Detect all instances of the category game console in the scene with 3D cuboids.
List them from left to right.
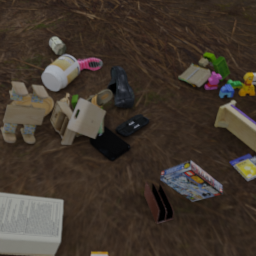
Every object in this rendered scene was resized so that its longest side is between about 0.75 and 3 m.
[{"bbox_3d":[-0.173,0.223,11.250,2.617,0.316,1.544,-32,51,-29],"label":"game console"}]

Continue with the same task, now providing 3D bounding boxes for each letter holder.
[{"bbox_3d":[0.952,2.229,8.683,0.559,0.790,1.111,-12,43,-13],"label":"letter holder"}]

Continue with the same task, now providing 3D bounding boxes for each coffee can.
[{"bbox_3d":[-4.164,-4.822,16.449,0.740,0.740,1.011,-20,46,-21],"label":"coffee can"}]

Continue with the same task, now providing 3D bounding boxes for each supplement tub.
[{"bbox_3d":[-3.292,-2.682,13.736,1.235,1.235,1.710,17,46,18],"label":"supplement tub"}]

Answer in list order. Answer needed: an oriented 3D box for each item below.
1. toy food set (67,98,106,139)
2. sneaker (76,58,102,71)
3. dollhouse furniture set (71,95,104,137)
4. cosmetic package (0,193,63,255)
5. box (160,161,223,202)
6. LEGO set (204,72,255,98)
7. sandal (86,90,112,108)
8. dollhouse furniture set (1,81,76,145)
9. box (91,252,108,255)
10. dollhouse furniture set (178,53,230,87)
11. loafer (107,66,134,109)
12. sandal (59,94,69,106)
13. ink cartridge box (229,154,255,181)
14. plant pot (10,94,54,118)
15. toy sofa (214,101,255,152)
[{"bbox_3d":[-1.483,-0.305,10.220,0.478,1.583,1.136,21,87,26],"label":"toy food set"},{"bbox_3d":[-2.308,-3.495,15.139,1.793,0.708,0.855,-7,32,-9],"label":"sneaker"},{"bbox_3d":[-1.660,-0.578,11.445,1.191,0.912,1.818,-9,37,2],"label":"dollhouse furniture set"},{"bbox_3d":[-3.145,2.587,7.552,2.582,0.944,1.337,12,40,-18],"label":"cosmetic package"},{"bbox_3d":[1.918,1.653,8.454,1.116,1.629,0.325,-27,37,38],"label":"box"},{"bbox_3d":[5.248,-2.199,13.263,2.831,1.162,1.080,-5,43,-5],"label":"LEGO set"},{"bbox_3d":[-1.255,-1.031,11.494,1.667,0.670,0.450,-39,23,-22],"label":"sandal"},{"bbox_3d":[-3.315,-0.291,10.549,2.399,2.103,1.594,4,33,-38],"label":"dollhouse furniture set"},{"bbox_3d":[-0.797,3.741,7.504,0.461,0.161,0.774,1,45,1],"label":"box"},{"bbox_3d":[3.852,-2.687,14.325,2.113,1.061,1.385,-42,39,-8],"label":"dollhouse furniture set"},{"bbox_3d":[-0.501,-1.995,13.165,1.008,0.975,2.872,-4,45,-16],"label":"loafer"},{"bbox_3d":[-2.775,-1.114,12.129,0.397,0.443,1.208,9,36,-18],"label":"sandal"},{"bbox_3d":[4.340,1.360,10.062,0.951,0.226,0.962,-19,48,-17],"label":"ink cartridge box"},{"bbox_3d":[-4.288,-0.867,12.476,1.946,0.267,1.946,1,43,-1],"label":"plant pot"},{"bbox_3d":[4.746,0.049,10.873,1.257,1.067,2.577,-21,47,-20],"label":"toy sofa"}]
